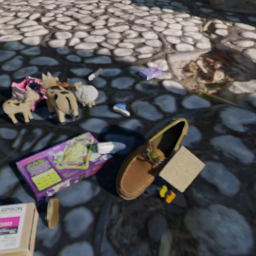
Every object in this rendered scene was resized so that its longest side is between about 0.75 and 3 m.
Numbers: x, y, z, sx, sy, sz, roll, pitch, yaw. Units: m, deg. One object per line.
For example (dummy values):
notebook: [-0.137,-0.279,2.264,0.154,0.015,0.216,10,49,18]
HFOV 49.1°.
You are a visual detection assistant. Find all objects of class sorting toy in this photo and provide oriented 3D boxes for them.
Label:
sorting toy: [1.384,1.372,8.065,1.525,1.136,0.204,-51,27,2]

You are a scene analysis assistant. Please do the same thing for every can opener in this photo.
can opener: [-1.636,-2.656,13.794,0.826,0.217,0.274,-37,63,-10]

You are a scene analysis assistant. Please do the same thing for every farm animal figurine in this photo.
farm animal figurine: [-3.113,-1.227,10.942,2.931,1.545,2.964,20,45,28]

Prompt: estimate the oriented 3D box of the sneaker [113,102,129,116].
sneaker: [-0.192,-0.815,11.544,0.841,0.323,0.468,24,68,38]

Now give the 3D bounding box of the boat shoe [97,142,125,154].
boat shoe: [-0.561,0.708,9.368,0.980,0.336,0.353,-4,24,-29]

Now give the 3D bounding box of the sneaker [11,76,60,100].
sneaker: [-4.039,-1.803,12.299,2.270,1.083,0.897,-24,43,-28]

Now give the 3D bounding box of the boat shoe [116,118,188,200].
boat shoe: [0.700,0.810,8.396,1.075,1.016,2.989,37,71,3]

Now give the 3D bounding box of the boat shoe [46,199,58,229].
boat shoe: [-2.079,2.334,7.656,0.247,0.289,0.789,-6,71,32]

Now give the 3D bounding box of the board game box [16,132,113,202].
board game box: [-2.030,1.159,9.179,2.692,0.435,1.615,-24,50,-29]

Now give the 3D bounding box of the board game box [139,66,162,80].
board game box: [1.138,-2.779,14.157,0.958,0.215,0.644,-24,45,-27]

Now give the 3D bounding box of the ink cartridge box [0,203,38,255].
ink cartridge box: [-3.249,2.706,7.108,1.663,0.625,1.370,-5,41,-7]
